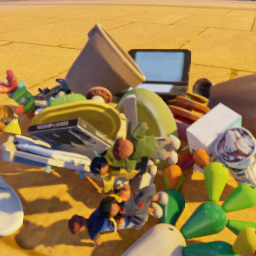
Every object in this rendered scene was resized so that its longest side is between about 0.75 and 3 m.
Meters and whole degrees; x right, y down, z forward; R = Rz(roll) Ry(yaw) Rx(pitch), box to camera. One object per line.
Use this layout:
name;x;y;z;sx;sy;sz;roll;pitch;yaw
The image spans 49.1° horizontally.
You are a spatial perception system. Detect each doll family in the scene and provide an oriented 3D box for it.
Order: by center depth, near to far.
doll family;-0.127;0.981;4.465;1.353;2.340;0.918;2;12;-36

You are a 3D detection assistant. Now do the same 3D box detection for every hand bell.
hand bell;3.141;-1.341;9.961;1.660;0.864;0.864;-8;29;-40

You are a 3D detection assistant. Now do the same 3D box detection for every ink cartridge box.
ink cartridge box;1.843;0.423;5.933;0.957;1.651;0.560;-36;49;-11

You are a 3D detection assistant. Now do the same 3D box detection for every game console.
game console;0.922;-2.054;10.357;2.572;1.497;2.262;4;22;16

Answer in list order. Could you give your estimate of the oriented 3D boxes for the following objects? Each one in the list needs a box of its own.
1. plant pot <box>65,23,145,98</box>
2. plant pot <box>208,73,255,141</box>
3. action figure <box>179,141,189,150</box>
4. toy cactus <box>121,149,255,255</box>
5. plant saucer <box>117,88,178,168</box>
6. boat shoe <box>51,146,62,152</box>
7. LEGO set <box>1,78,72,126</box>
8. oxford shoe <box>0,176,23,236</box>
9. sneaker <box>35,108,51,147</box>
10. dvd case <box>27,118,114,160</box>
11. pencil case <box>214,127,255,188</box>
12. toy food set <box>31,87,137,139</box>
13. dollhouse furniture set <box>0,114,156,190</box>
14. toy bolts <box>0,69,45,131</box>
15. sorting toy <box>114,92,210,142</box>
plant pot;-0.746;-1.478;7.390;1.641;1.882;1.882;-39;29;12
plant pot;3.364;-0.499;7.335;2.420;2.262;2.262;3;30;17
action figure;1.991;0.450;7.298;1.449;0.783;1.498;-8;5;-28
toy cactus;1.054;1.686;4.611;2.467;1.529;2.989;-28;39;-10
plant saucer;0.288;0.064;6.443;0.302;1.947;1.947;-21;36;-36
boat shoe;-1.898;0.574;7.187;0.976;0.335;0.276;-3;31;-5
LEGO set;-2.229;-0.661;7.703;2.490;0.706;1.617;-35;27;-4
oxford shoe;-2.775;1.094;5.356;0.850;0.652;2.259;-29;57;-28
sneaker;-1.842;-0.046;7.258;0.953;0.928;2.394;-17;17;-15
dvd case;-0.904;0.280;5.324;1.182;1.573;0.195;-7;63;29
pencil case;2.285;0.776;5.402;0.715;1.839;0.822;-20;48;26
toy food set;-0.829;-0.279;5.661;2.150;1.265;0.702;-9;50;8
dollhouse furniture set;-0.876;0.195;5.319;2.107;1.456;2.231;5;-11;40
toy bolts;-3.434;-0.709;8.775;1.710;1.241;1.790;-37;64;3
sorting toy;1.064;-0.488;7.279;1.768;1.208;2.942;19;4;-45
